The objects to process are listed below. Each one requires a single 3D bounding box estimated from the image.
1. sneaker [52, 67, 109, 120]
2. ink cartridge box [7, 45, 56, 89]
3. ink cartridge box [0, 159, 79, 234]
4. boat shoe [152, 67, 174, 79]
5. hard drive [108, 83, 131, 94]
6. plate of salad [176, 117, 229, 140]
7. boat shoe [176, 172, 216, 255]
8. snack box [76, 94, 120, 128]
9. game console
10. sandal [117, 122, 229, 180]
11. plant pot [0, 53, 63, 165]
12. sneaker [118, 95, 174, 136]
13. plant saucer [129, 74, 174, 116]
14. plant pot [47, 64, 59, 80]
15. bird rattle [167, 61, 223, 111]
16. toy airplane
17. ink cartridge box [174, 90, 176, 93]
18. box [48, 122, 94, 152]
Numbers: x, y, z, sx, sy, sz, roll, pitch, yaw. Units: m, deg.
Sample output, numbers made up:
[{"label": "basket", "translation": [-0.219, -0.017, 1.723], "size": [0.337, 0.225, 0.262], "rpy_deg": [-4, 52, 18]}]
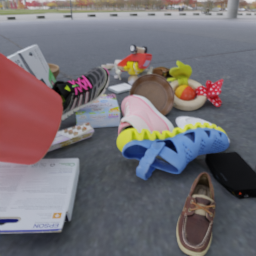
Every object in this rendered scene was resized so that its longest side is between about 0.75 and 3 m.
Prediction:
[{"label": "sneaker", "translation": [-1.806, -1.208, 9.366], "size": [2.684, 1.174, 0.990], "rpy_deg": [-35, 73, -1]}, {"label": "ink cartridge box", "translation": [-4.018, -1.695, 10.716], "size": [1.260, 2.188, 2.998], "rpy_deg": [-18, 24, 14]}, {"label": "ink cartridge box", "translation": [-2.455, 1.567, 6.295], "size": [2.489, 0.506, 2.494], "rpy_deg": [-1, 27, -1]}, {"label": "boat shoe", "translation": [2.065, -3.042, 15.502], "size": [1.590, 0.572, 0.541], "rpy_deg": [6, 26, 12]}, {"label": "hard drive", "translation": [-0.337, -1.931, 13.676], "size": [1.087, 0.143, 0.717], "rpy_deg": [-22, 37, -39]}, {"label": "plate of salad", "translation": [2.362, 0.149, 9.046], "size": [1.812, 0.435, 1.812], "rpy_deg": [16, 24, -8]}, {"label": "boat shoe", "translation": [1.466, 1.671, 5.807], "size": [0.713, 0.712, 1.977], "rpy_deg": [11, 33, 20]}, {"label": "snack box", "translation": [-1.172, -0.675, 10.665], "size": [1.584, 0.635, 1.878], "rpy_deg": [-4, 29, -8]}, {"label": "game console", "translation": [3.589, 1.118, 7.407], "size": [2.800, 0.337, 1.651], "rpy_deg": [-3, 27, -8]}, {"label": "sandal", "translation": [1.228, 0.672, 7.410], "size": [2.967, 1.179, 1.292], "rpy_deg": [-8, 52, -1]}, {"label": "plant pot", "translation": [-3.024, -0.379, 6.384], "size": [2.412, 2.726, 2.726], "rpy_deg": [26, 9, -36]}, {"label": "sneaker", "translation": [0.131, -0.276, 9.331], "size": [1.510, 1.087, 2.889], "rpy_deg": [-8, 31, -28]}, {"label": "plant saucer", "translation": [0.912, -1.215, 10.985], "size": [1.799, 1.799, 0.329], "rpy_deg": [-5, -10, -10]}, {"label": "plant pot", "translation": [-4.464, -2.383, 13.649], "size": [2.263, 1.045, 2.263], "rpy_deg": [0, 26, 0]}, {"label": "bird rattle", "translation": [2.642, -1.464, 11.920], "size": [2.599, 1.464, 2.119], "rpy_deg": [39, 63, 16]}, {"label": "toy airplane", "translation": [0.034, -2.967, 14.383], "size": [2.503, 1.766, 2.492], "rpy_deg": [-11, -6, 4]}, {"label": "ink cartridge box", "translation": [1.827, -1.626, 12.742], "size": [0.849, 0.496, 1.463], "rpy_deg": [-13, 29, -24]}, {"label": "box", "translation": [-2.031, 0.329, 8.784], "size": [2.000, 0.414, 0.387], "rpy_deg": [-19, 66, -35]}]
